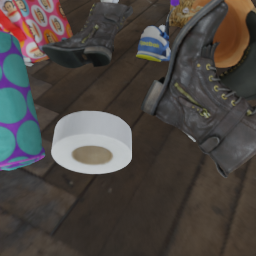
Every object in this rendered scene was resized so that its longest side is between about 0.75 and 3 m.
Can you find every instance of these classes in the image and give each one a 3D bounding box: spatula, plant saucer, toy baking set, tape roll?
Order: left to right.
[{"bbox_3d":[-0.667,0.326,5.324,1.497,1.497,0.523,-1,55,-1],"label":"tape roll"},{"bbox_3d":[1.334,-3.517,8.914,0.196,1.903,0.538,28,36,26],"label":"spatula"},{"bbox_3d":[1.637,-3.104,7.497,0.781,0.599,0.091,-14,89,1],"label":"toy baking set"},{"bbox_3d":[2.703,-2.975,8.506,0.450,2.405,2.405,-27,51,-30],"label":"plant saucer"}]

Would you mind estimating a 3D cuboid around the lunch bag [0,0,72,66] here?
[{"bbox_3d":[-3.001,-3.393,8.125,1.204,2.940,2.590,-17,18,23],"label":"lunch bag"}]

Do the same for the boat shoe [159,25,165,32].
[{"bbox_3d":[1.100,-2.998,9.585,0.394,1.071,0.350,2,-1,40],"label":"boat shoe"}]

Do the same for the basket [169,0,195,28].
[{"bbox_3d":[2.270,-4.507,10.644,1.348,1.292,1.810,5,32,4],"label":"basket"}]

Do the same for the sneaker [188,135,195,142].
[{"bbox_3d":[2.185,-0.086,8.683,1.073,0.395,0.620,-32,56,-26],"label":"sneaker"}]

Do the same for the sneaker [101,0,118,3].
[{"bbox_3d":[-0.708,-4.712,9.659,0.757,2.140,0.781,4,53,-21],"label":"sneaker"}]

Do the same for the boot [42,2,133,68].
[{"bbox_3d":[-0.871,-2.084,6.091,1.758,0.609,1.531,8,67,16],"label":"boot"}]

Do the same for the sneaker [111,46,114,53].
[{"bbox_3d":[-1.018,-3.020,11.625,1.166,0.436,0.619,-24,56,-12],"label":"sneaker"}]

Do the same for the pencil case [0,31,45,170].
[{"bbox_3d":[-1.736,-0.330,3.840,0.843,0.776,1.825,-14,87,-27],"label":"pencil case"}]

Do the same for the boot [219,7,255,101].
[{"bbox_3d":[2.886,-1.750,7.042,1.596,0.893,2.307,-16,75,17],"label":"boot"}]

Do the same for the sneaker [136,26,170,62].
[{"bbox_3d":[0.792,-2.292,7.704,0.768,0.855,2.078,9,16,11],"label":"sneaker"}]

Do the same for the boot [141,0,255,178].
[{"bbox_3d":[1.826,-0.668,5.370,2.500,2.872,0.994,34,33,9],"label":"boot"}]
